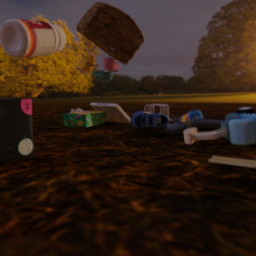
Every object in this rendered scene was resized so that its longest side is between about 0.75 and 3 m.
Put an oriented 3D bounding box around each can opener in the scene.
[{"bbox_3d":[2.625,0.078,10.834,2.426,0.647,0.811,4,41,25],"label":"can opener"}]

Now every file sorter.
[{"bbox_3d":[1.685,-0.898,16.395,1.061,0.953,1.530,4,8,26],"label":"file sorter"}]

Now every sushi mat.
[{"bbox_3d":[2.475,0.791,6.469,1.159,0.070,0.554,4,8,30],"label":"sushi mat"}]

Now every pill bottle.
[{"bbox_3d":[-3.669,-3.536,11.121,1.377,1.377,2.514,3,18,23],"label":"pill bottle"}]

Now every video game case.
[{"bbox_3d":[-0.914,-0.792,15.019,2.079,0.187,1.489,7,-30,45],"label":"video game case"}]

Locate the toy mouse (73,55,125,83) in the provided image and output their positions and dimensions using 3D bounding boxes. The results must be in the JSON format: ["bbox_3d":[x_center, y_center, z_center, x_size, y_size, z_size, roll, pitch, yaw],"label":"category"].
[{"bbox_3d":[-1.089,-2.649,13.105,2.238,0.487,2.518,21,-24,-31],"label":"toy mouse"}]

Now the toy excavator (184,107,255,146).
[{"bbox_3d":[3.188,0.082,8.809,2.227,1.112,2.165,-15,13,-33],"label":"toy excavator"}]

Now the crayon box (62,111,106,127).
[{"bbox_3d":[-2.167,-0.476,14.221,1.286,0.631,2.166,3,8,21],"label":"crayon box"}]

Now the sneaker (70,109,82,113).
[{"bbox_3d":[-3.208,-0.997,18.749,1.377,0.556,0.527,2,6,8],"label":"sneaker"}]

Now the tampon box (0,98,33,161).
[{"bbox_3d":[-3.494,0.032,6.743,1.251,1.486,1.982,5,9,38],"label":"tampon box"}]

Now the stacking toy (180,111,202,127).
[{"bbox_3d":[2.883,-0.361,13.629,0.839,0.794,1.446,-7,-3,-26],"label":"stacking toy"}]

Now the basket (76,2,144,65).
[{"bbox_3d":[-0.576,-3.278,9.474,1.954,1.394,1.455,31,9,-27],"label":"basket"}]

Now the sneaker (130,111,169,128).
[{"bbox_3d":[1.028,-0.383,13.110,2.089,0.773,0.859,-6,12,-36],"label":"sneaker"}]
